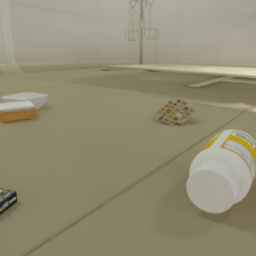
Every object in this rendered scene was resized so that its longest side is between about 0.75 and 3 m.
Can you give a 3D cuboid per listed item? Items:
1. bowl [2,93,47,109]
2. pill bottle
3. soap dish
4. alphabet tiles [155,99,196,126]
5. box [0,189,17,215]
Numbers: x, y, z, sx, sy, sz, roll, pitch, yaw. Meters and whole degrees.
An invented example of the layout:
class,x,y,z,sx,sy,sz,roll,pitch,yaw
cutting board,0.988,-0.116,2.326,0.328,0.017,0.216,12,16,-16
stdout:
class,x,y,z,sx,sy,sz,roll,pitch,yaw
bowl,-5.632,-1.428,15.371,1.924,0.719,1.927,9,21,27
pill bottle,2.277,0.987,6.688,1.347,1.347,2.426,10,21,30
soap dish,-5.371,-0.789,13.395,1.690,0.686,1.330,-9,20,-28
alphabet tiles,2.184,-0.740,12.939,1.473,0.056,1.770,24,52,35
box,-3.242,1.723,6.088,1.024,0.312,1.270,6,19,14
